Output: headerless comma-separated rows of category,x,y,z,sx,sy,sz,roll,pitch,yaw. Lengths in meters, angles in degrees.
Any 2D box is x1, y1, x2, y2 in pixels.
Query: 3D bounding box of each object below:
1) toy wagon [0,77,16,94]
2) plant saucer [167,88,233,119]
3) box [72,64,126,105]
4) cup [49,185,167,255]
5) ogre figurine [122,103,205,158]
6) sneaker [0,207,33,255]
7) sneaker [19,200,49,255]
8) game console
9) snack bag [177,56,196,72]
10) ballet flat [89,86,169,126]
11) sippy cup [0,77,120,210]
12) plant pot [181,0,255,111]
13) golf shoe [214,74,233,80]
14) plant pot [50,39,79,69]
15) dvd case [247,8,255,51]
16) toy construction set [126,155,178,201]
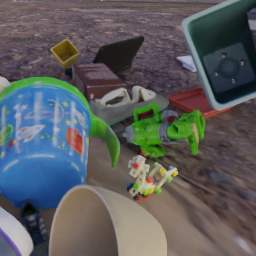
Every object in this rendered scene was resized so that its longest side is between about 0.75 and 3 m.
toy wagon,-2.783,-0.289,5.119,2.524,1.958,0.499,-36,79,-35
plant saucer,2.124,-0.715,8.107,1.447,0.266,1.444,-19,34,-30
box,-0.950,-1.294,8.559,1.123,0.840,2.242,-6,28,-19
cup,-0.154,1.418,3.298,1.024,1.432,1.432,13,16,-39
ogre figurine,0.797,0.014,5.744,1.336,1.094,2.229,-4,23,23
sneaker,-2.449,1.510,3.368,2.238,0.902,1.639,15,35,31
sneaker,-1.336,1.464,3.925,0.403,0.442,1.092,-17,33,-28
game console,-0.903,-2.751,10.638,2.146,1.420,2.440,22,35,34
snack bag,3.134,-2.768,11.948,1.771,0.201,1.878,-7,30,-14
ballet flat,0.111,-0.705,7.485,2.544,0.810,0.857,-19,27,-31
sippy cup,-1.458,0.341,4.800,2.398,1.883,1.757,-23,40,4
plant pot,2.785,-1.780,7.225,2.240,2.246,2.288,-21,-4,10
golf shoe,3.525,-1.869,10.174,0.879,0.339,0.387,-13,38,-21
plant pot,-2.371,-2.716,10.663,0.770,0.787,0.765,-38,81,-17
dvd case,2.332,-0.272,3.495,0.196,2.457,1.827,-26,25,0
toy construction set,0.350,0.838,4.659,1.087,0.712,0.501,27,22,-51
